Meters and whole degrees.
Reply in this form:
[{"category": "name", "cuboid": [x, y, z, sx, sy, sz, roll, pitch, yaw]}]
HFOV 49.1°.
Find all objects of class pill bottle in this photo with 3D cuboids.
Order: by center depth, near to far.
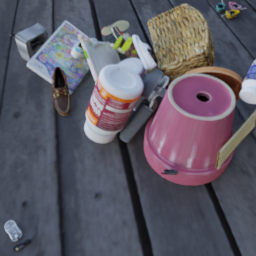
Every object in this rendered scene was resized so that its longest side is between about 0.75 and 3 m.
[{"category": "pill bottle", "cuboid": [3.563, -1.272, 7.705, 0.676, 0.676, 1.168, 26, 72, 20]}, {"category": "pill bottle", "cuboid": [-0.561, -0.652, 8.810, 1.344, 2.453, 1.344, 14, 47, -15]}, {"category": "pill bottle", "cuboid": [0.309, -1.366, 9.868, 1.122, 1.979, 1.122, -13, 50, 16]}]

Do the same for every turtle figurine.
[{"category": "turtle figurine", "cuboid": [0.580, -2.354, 10.163, 0.880, 2.203, 2.732, -46, 37, 9]}]

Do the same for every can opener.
[{"category": "can opener", "cuboid": [0.386, -0.730, 9.169, 0.869, 2.600, 0.694, 32, 20, -15]}]

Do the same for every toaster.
[{"category": "toaster", "cuboid": [-4.180, -3.667, 12.332, 0.872, 1.329, 1.470, 34, 58, 25]}]

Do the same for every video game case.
[{"category": "video game case", "cuboid": [-2.501, -2.926, 11.564, 1.996, 0.251, 2.787, 35, 62, -12]}]

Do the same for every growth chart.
[{"category": "growth chart", "cuboid": [-0.711, -2.181, 9.794, 0.239, 1.949, 2.693, -15, 5, 23]}]

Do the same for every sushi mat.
[{"category": "sushi mat", "cuboid": [3.160, 0.295, 8.056, 1.974, 0.945, 0.119, -42, 55, -19]}]

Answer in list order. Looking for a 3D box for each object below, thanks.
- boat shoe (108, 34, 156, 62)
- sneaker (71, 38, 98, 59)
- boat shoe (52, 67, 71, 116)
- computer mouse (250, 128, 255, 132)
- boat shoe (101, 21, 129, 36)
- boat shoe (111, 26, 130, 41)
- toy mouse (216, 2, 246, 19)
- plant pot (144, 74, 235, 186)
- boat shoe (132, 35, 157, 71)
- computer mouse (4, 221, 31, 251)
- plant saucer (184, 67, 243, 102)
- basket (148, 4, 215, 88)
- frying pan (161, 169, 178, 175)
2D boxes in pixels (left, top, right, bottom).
[{"category": "boat shoe", "cuboid": [0.195, -3.500, 12.268, 2.497, 0.897, 0.844, 32, 99, 19]}, {"category": "sneaker", "cuboid": [-1.685, -3.361, 11.561, 0.576, 0.608, 1.505, 45, 49, -3]}, {"category": "boat shoe", "cuboid": [-2.537, -1.389, 10.488, 0.643, 0.643, 1.828, -12, 78, -11]}, {"category": "computer mouse", "cuboid": [4.708, -0.076, 9.514, 1.233, 0.271, 0.676, -1, 23, 29]}, {"category": "boat shoe", "cuboid": [-0.530, -4.002, 11.263, 1.158, 0.412, 0.362, -22, 17, -6]}, {"category": "boat shoe", "cuboid": [-0.042, -3.278, 10.552, 1.453, 0.455, 0.517, 49, 28, -11]}, {"category": "toy mouse", "cuboid": [5.454, -6.515, 15.335, 1.846, 0.357, 1.641, -15, 52, -12]}, {"category": "plant pot", "cuboid": [1.960, -0.091, 8.545, 2.877, 2.575, 2.877, 0, 51, 0]}, {"category": "boat shoe", "cuboid": [0.520, -2.381, 8.728, 0.423, 0.476, 1.293, -25, 77, 12]}, {"category": "computer mouse", "cuboid": [-3.051, 2.905, 7.633, 0.467, 0.187, 0.851, -35, 64, -20]}, {"category": "plant saucer", "cuboid": [2.612, -1.297, 8.910, 2.034, 2.034, 0.328, 9, 66, 8]}, {"category": "basket", "cuboid": [2.058, -2.702, 9.983, 1.956, 2.042, 2.741, -20, 52, 17]}, {"category": "frying pan", "cuboid": [1.176, 1.272, 7.834, 0.439, 0.118, 0.725, 5, 6, 15]}]
